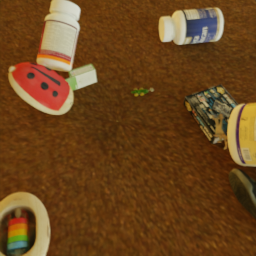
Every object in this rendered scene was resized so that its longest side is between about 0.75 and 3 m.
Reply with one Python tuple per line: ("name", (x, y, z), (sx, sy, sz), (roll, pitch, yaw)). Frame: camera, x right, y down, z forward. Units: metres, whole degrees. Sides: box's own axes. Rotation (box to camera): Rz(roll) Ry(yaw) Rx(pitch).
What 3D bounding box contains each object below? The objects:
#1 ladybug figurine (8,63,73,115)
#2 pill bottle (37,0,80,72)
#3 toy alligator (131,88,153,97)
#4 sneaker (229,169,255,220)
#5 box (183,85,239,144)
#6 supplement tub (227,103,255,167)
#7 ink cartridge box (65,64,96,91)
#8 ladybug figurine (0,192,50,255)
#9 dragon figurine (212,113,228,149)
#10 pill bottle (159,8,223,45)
("ladybug figurine", (-3.060, -1.525, 10.303), (0.955, 2.656, 1.803), (-30, 49, 31))
("pill bottle", (-2.760, -3.678, 11.313), (1.391, 1.391, 2.540), (11, 90, 8))
("toy alligator", (0.582, -1.471, 11.579), (0.938, 0.225, 0.311), (-4, 67, 0))
("sneaker", (4.287, 2.119, 8.705), (1.373, 0.916, 2.397), (-29, 63, -20))
("box", (3.408, -0.587, 10.808), (1.713, 0.496, 2.155), (-20, 57, -13))
("supplement tub", (4.797, 0.208, 8.572), (2.880, 2.094, 2.094), (-2, 47, 41))
("ink cartridge box", (-2.065, -2.069, 11.696), (1.427, 0.741, 0.423), (-23, 58, -16))
("ladybug figurine", (-3.090, 3.096, 7.930), (1.686, 0.893, 2.484), (0, 53, -13))
("dragon figurine", (3.283, 0.105, 9.693), (0.451, 1.532, 0.762), (-6, 53, 37))
("pill bottle", (2.868, -4.698, 13.074), (2.687, 1.492, 1.492), (-7, 55, -5))
